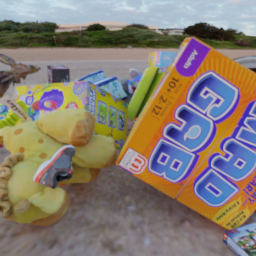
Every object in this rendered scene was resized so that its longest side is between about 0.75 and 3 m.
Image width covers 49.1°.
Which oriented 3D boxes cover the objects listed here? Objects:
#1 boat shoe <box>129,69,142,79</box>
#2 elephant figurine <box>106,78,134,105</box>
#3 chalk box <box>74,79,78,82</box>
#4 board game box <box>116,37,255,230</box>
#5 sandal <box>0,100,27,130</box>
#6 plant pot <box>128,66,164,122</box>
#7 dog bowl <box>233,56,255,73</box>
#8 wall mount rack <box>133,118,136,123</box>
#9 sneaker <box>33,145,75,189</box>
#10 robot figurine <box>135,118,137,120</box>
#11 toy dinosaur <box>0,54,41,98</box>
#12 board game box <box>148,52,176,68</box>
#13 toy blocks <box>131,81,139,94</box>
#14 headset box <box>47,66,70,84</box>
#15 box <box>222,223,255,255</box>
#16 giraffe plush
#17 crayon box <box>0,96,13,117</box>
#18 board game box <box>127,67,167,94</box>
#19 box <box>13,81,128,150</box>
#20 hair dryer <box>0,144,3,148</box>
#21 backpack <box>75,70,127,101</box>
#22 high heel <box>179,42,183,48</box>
[{"bbox_3d":[0.527,-2.453,13.343,1.253,0.463,0.428,29,33,-32],"label":"boat shoe"},{"bbox_3d":[-0.230,-1.761,13.223,1.646,1.805,2.327,-28,20,7],"label":"elephant figurine"},{"bbox_3d":[-2.548,-2.202,15.757,0.990,0.995,1.599,-2,16,-7],"label":"chalk box"},{"bbox_3d":[1.483,-0.085,5.256,2.304,2.306,2.304,30,20,-1],"label":"board game box"},{"bbox_3d":[-2.663,-0.118,5.956,0.511,0.466,1.173,3,44,28],"label":"sandal"},{"bbox_3d":[1.084,-0.801,8.467,1.801,1.984,1.975,26,14,3],"label":"plant pot"},{"bbox_3d":[2.896,-0.301,6.550,2.721,2.721,1.003,10,18,28],"label":"dog bowl"},{"bbox_3d":[0.914,-0.145,9.626,1.254,0.538,1.443,39,46,11],"label":"wall mount rack"},{"bbox_3d":[-1.013,0.628,4.266,0.420,0.395,1.025,33,27,3],"label":"sneaker"},{"bbox_3d":[0.662,-0.569,10.930,1.132,0.814,0.660,2,58,17],"label":"robot figurine"},{"bbox_3d":[-3.501,-1.053,7.132,1.590,1.007,2.346,-7,43,43],"label":"toy dinosaur"},{"bbox_3d":[1.854,-2.453,10.279,1.913,0.504,2.500,3,13,-5],"label":"board game box"},{"bbox_3d":[0.396,-1.220,9.719,0.868,0.434,0.593,44,37,-4],"label":"toy blocks"},{"bbox_3d":[-3.565,-2.228,14.421,0.911,1.806,2.430,-5,17,-20],"label":"headset box"},{"bbox_3d":[2.140,1.754,4.229,1.124,0.212,0.768,-6,18,-20],"label":"box"},{"bbox_3d":[-1.469,0.788,4.851,2.378,2.052,1.928,34,36,-28],"label":"giraffe plush"},{"bbox_3d":[-4.261,-0.677,10.713,1.568,0.530,1.817,13,41,32],"label":"crayon box"},{"bbox_3d":[1.331,-1.970,11.641,2.317,0.519,1.558,-31,36,-34],"label":"board game box"},{"bbox_3d":[-1.407,-0.198,7.101,2.146,1.309,2.067,0,-9,24],"label":"box"},{"bbox_3d":[-4.803,0.360,7.942,2.586,0.702,1.969,3,16,8],"label":"hair dryer"},{"bbox_3d":[-1.218,-1.158,10.015,1.861,1.494,2.034,-32,9,-38],"label":"backpack"},{"bbox_3d":[1.426,-1.768,7.420,0.895,0.627,1.861,-33,-7,23],"label":"high heel"}]
